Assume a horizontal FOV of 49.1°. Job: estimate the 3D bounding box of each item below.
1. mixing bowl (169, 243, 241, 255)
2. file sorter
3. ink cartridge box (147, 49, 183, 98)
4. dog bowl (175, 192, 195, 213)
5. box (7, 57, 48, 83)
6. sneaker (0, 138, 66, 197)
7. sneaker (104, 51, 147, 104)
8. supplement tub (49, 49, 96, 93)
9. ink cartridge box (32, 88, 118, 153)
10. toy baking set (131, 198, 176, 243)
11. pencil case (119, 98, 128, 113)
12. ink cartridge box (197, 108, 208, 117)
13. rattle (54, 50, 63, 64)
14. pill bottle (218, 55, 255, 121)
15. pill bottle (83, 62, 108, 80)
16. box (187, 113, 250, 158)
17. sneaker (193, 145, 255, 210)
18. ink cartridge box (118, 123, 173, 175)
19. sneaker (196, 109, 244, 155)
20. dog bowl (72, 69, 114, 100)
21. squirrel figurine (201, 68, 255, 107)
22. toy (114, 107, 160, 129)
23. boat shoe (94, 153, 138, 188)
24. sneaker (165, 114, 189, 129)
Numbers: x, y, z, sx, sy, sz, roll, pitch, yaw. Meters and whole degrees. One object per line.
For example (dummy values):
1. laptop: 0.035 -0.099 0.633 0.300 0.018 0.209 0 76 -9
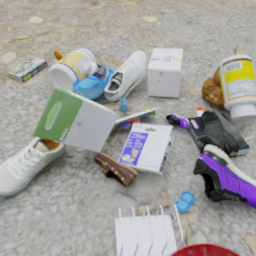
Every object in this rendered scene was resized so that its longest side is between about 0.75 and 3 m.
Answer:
1. mixing bowl: 1.756 3.939 6.001 2.411 1.306 2.411 -12 40 10
2. file sorter: 0.508 2.747 7.493 1.634 1.017 1.134 -2 49 -7
3. ink cartridge box: 1.775 -2.604 13.204 1.473 1.499 2.036 5 43 12
4. dog bowl: 1.772 2.351 8.788 0.437 0.194 0.784 26 48 26
5. box: -5.248 -3.089 14.725 1.031 0.325 1.873 19 45 19
6. sneaker: -3.250 1.025 9.334 1.113 1.175 2.909 41 53 4
7. sneaker: -0.071 -2.377 12.515 1.067 1.124 2.792 27 79 23
8. supplement tub: -2.593 -2.772 13.474 1.525 1.525 2.097 17 45 18
9. ink cartridge box: -1.725 -0.261 8.813 0.857 1.500 2.888 31 6 37
10. toy baking set: 0.694 2.885 8.204 1.419 0.215 1.849 9 49 1
11. pencil case: -0.215 -0.980 12.004 0.377 0.409 0.885 -12 28 3
12. ink cartridge box: 3.324 -0.675 12.151 0.672 0.236 0.827 6 47 7
13. rattle: -2.885 -3.791 14.738 2.022 1.445 1.317 -25 37 -20
14. pill bottle: 4.349 -1.520 10.986 1.298 1.298 2.376 -4 78 -4
15. pill bottle: -1.360 -2.393 11.649 0.976 0.542 0.542 17 26 -43
16. box: 3.381 0.317 10.818 1.637 0.474 2.060 -8 42 -10
17. sneaker: 2.963 1.824 8.380 2.594 0.902 1.290 42 71 2
18. ink cartridge box: 0.631 0.668 9.569 1.667 0.365 1.682 5 64 38
19. sneaker: 2.872 0.167 9.927 1.392 0.929 2.429 -30 30 5
20. dog bowl: -1.516 -2.002 12.717 1.300 0.578 2.333 14 38 25
21. squirrel figurine: 4.581 -1.561 12.377 2.419 1.712 2.258 -28 58 -9
22. toy: 0.211 -0.295 11.302 2.162 0.510 1.245 -24 6 -28
23. boat shoe: -0.556 1.401 9.443 1.821 0.641 0.640 20 60 38
24. sneaker: 1.932 -0.249 11.340 0.579 0.405 1.165 -2 21 -30
